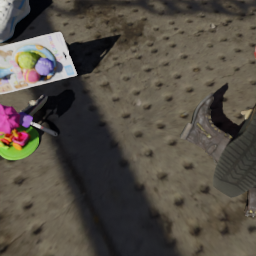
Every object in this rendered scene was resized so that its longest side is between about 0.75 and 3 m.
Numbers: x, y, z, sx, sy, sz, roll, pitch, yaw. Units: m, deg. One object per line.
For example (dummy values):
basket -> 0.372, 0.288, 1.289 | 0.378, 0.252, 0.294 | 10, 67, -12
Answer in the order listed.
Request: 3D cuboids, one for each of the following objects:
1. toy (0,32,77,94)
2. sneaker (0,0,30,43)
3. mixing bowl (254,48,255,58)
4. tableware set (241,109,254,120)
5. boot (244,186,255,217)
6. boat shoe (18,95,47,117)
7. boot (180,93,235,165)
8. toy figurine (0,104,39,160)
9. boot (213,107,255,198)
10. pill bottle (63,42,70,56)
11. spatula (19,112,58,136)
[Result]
toy -> -2.964, -1.737, 8.229 | 2.542, 1.464, 0.600 | -12, 43, 3
sneaker -> -4.753, -4.327, 10.525 | 1.130, 1.193, 2.953 | 10, 56, 5
mixing bowl -> 4.776, -2.045, 8.267 | 1.530, 2.825, 2.825 | -26, 46, 33
tableware set -> 4.331, -0.011, 7.978 | 1.735, 0.241, 2.077 | -12, 58, -1
boot -> 3.365, 2.036, 6.440 | 1.293, 0.514, 1.485 | 5, 51, 11
boat shoe -> -2.807, -0.600, 8.156 | 0.337, 0.384, 1.078 | 44, 87, 0
boot -> 2.277, 0.029, 7.415 | 1.370, 0.545, 1.574 | 30, 95, 9
toy figurine -> -3.240, -0.066, 7.323 | 1.525, 1.404, 1.145 | 19, 56, 14
boot -> 3.185, 0.411, 7.168 | 1.075, 1.919, 2.775 | 36, 98, 15
pill bottle -> -2.395, -2.676, 9.800 | 0.430, 0.430, 0.768 | 29, 59, 19
spatula -> -2.557, -0.053, 7.927 | 1.230, 0.126, 0.348 | 25, 78, -1
